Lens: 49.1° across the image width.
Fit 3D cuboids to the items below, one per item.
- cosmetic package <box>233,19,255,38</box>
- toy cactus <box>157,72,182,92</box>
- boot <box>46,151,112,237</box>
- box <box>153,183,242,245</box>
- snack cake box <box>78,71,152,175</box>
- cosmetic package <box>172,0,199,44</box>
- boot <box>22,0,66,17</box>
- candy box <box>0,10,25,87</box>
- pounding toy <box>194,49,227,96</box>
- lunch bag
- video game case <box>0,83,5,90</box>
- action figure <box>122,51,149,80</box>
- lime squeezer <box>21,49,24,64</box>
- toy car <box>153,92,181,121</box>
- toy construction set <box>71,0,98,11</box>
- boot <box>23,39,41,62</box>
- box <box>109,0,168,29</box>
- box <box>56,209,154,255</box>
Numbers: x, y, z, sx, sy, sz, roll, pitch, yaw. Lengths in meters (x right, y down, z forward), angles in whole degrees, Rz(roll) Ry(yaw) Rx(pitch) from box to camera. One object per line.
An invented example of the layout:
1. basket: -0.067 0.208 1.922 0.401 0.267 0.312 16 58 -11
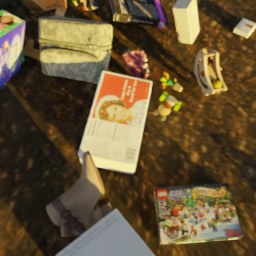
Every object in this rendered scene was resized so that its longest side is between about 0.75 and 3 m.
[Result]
1. cosmetic package: 4.650 -3.968 11.138 0.593 0.203 0.786 32 64 20
2. toy cactus: 1.396 -1.427 9.177 0.817 0.990 0.506 43 102 30
3. boot: -1.296 1.722 6.916 1.459 0.701 1.996 -20 99 -11
4. box: 1.752 2.232 7.332 2.031 0.383 1.387 -4 59 -2
5. snack cake box: -0.327 -0.187 8.256 1.589 0.928 2.762 12 65 2
6. cosmetic package: 2.104 -3.876 10.068 0.559 1.529 0.791 17 64 29
7. boot: -3.024 -4.956 10.421 0.693 1.808 1.404 8 88 43
8. candy box: -4.193 -2.196 8.587 0.898 1.970 2.330 23 41 -4
9. pounding toy: 2.867 -2.003 9.311 1.041 1.038 1.815 -14 73 -10
10. lunch bag: -1.726 -2.573 9.378 2.352 1.973 1.639 9 23 6
11. video game case: -5.360 -1.869 9.863 1.874 0.239 1.693 -15 61 -9
12. action figure: 0.246 -1.914 9.699 0.984 1.093 1.468 -11 80 10
13. lime squeezer: -4.002 -2.452 10.187 0.333 0.178 0.942 38 76 -14
14. toy car: 1.165 -0.612 8.786 0.643 0.782 0.617 35 27 3
15. toy construction set: -1.782 -5.665 11.220 1.755 1.349 1.464 18 66 33
16. boot: -3.417 -2.890 10.457 0.886 0.293 0.776 19 74 12
17. box: 0.369 -4.747 11.091 2.233 0.403 1.597 2 59 -22
18. box: -0.362 3.271 6.010 1.990 1.308 2.001 -33 55 -19
